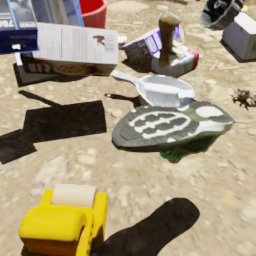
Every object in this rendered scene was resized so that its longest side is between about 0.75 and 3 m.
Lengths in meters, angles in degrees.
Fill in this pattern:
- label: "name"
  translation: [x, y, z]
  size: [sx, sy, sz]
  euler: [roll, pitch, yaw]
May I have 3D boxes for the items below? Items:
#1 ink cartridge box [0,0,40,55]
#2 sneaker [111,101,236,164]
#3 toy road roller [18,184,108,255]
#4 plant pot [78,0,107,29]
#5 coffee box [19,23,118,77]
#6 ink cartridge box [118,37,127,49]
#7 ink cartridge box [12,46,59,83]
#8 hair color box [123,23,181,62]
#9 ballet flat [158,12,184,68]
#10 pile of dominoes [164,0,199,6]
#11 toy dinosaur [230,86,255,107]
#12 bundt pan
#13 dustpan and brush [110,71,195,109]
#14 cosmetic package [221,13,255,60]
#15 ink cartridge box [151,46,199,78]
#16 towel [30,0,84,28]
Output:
- label: "ink cartridge box"
  translation: [-2.576, -2.551, 6.133]
  size: [0.911, 0.359, 1.832]
  euler: [-17, 88, -30]
- label: "sneaker"
  translation: [0.821, 0.264, 4.847]
  size: [2.514, 1.114, 0.967]
  euler: [-7, 36, -33]
- label: "toy road roller"
  translation: [-1.176, 1.781, 5.189]
  size: [1.351, 1.605, 2.199]
  euler: [3, 42, 3]
- label: "plant pot"
  translation: [-1.988, -3.648, 10.747]
  size: [2.468, 2.184, 2.468]
  euler: [0, 43, 0]
- label: "coffee box"
  translation: [-1.605, -2.055, 7.652]
  size: [2.439, 1.379, 0.974]
  euler: [0, 86, -13]
- label: "ink cartridge box"
  translation: [-0.466, -3.709, 12.194]
  size: [0.804, 0.333, 0.589]
  euler: [1, 42, 1]
- label: "ink cartridge box"
  translation: [-3.519, -2.607, 10.619]
  size: [1.366, 0.822, 1.880]
  euler: [-16, 46, -18]
- label: "hair color box"
  translation: [1.042, -3.529, 11.314]
  size: [1.277, 0.757, 2.337]
  euler: [-4, 30, 49]
- label: "ballet flat"
  translation: [1.061, -2.042, 6.854]
  size: [0.616, 1.702, 0.577]
  euler: [18, 60, 15]
- label: "pile of dominoes"
  translation: [1.873, -4.121, 8.388]
  size: [1.469, 1.145, 0.234]
  euler: [-19, 74, -48]
- label: "toy dinosaur"
  translation: [3.993, -1.098, 9.243]
  size: [0.813, 0.515, 1.199]
  euler: [-17, 28, -32]
- label: "bundt pan"
  translation: [2.596, -3.234, 7.616]
  size: [0.505, 1.346, 1.346]
  euler: [22, 36, -24]
- label: "dustpan and brush"
  translation: [0.668, -1.270, 9.138]
  size: [2.872, 0.822, 2.004]
  euler: [13, 44, 14]
- label: "cosmetic package"
  translation: [4.846, -3.907, 11.813]
  size: [0.840, 1.169, 2.071]
  euler: [-8, 41, -9]
- label: "ink cartridge box"
  translation: [1.799, -2.563, 10.708]
  size: [1.487, 0.637, 1.097]
  euler: [-29, 50, -29]
- label: "towel"
  translation: [-2.285, -3.289, 8.043]
  size: [2.181, 1.602, 0.260]
  euler: [-3, 16, 31]
